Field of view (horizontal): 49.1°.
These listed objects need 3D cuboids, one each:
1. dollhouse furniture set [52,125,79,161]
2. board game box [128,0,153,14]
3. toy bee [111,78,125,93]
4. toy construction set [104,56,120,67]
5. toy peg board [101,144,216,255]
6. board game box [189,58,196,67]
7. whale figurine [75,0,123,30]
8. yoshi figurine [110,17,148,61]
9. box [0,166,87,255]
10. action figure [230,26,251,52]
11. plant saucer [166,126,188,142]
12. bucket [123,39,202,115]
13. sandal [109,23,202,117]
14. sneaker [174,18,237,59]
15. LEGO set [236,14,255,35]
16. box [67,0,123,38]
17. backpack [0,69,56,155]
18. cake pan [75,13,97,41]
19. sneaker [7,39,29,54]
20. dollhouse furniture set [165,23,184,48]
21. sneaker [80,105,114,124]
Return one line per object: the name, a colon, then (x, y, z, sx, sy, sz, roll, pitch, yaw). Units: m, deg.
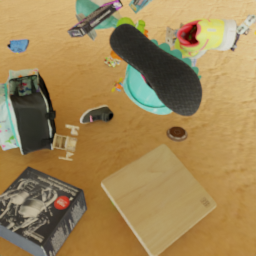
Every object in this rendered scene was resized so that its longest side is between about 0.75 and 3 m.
dollhouse furniture set: (-1.666, 0.374, 7.292, 0.602, 0.926, 0.850, 11, 83, -9)
board game box: (1.063, -5.191, 10.155, 2.004, 1.513, 0.470, -45, 99, -20)
toy bee: (-0.377, -1.425, 9.530, 0.452, 0.832, 0.544, 40, 79, 21)
toy construction set: (-0.812, -3.279, 13.617, 0.594, 0.417, 0.905, -42, 45, -7)
toy peg board: (0.742, 1.984, 7.684, 2.228, 1.090, 2.218, -28, 65, -25)
board game box: (2.669, -2.576, 12.399, 0.224, 1.033, 1.028, 27, 50, 23)
whale figurine: (-0.978, -4.096, 10.348, 1.880, 1.226, 2.363, 37, 12, 23)
yoshi figurine: (-0.125, -3.250, 9.878, 1.151, 2.056, 1.155, -20, 87, -24)
box: (-2.337, 2.184, 7.296, 1.879, 0.978, 1.711, 18, 47, 19)
action figure: (3.543, -3.019, 9.159, 0.678, 1.042, 0.361, 12, 54, -10)
plant saucer: (1.769, 0.187, 10.097, 0.777, 0.125, 0.777, 0, 42, 0)
bucket: (0.884, -1.432, 8.014, 2.040, 1.327, 2.040, 18, 39, -15)
sandal: (0.687, -1.367, 6.529, 2.669, 0.601, 1.002, 45, 95, 5)
sneaker: (1.805, -2.569, 7.857, 1.174, 1.016, 2.599, 0, 5, -16)
LEGO set: (3.907, -2.142, 7.157, 2.218, 1.020, 0.826, 46, 67, -6)
box: (-0.880, -2.825, 7.282, 1.373, 0.248, 0.982, -40, 29, -12)
backpack: (-3.462, -0.664, 9.362, 2.042, 2.408, 2.712, -6, 40, -13)
cake pan: (-1.200, -2.948, 8.148, 0.163, 0.889, 0.889, -38, 51, -4)
sneaker: (-3.963, -2.967, 10.035, 1.209, 0.474, 0.398, 0, 73, 45)
dollhouse furniture set: (2.812, -4.705, 14.714, 1.017, 1.011, 1.443, -23, 48, -23)
sneaker: (-1.114, -0.421, 10.481, 1.327, 0.469, 0.658, -26, 44, -31)
